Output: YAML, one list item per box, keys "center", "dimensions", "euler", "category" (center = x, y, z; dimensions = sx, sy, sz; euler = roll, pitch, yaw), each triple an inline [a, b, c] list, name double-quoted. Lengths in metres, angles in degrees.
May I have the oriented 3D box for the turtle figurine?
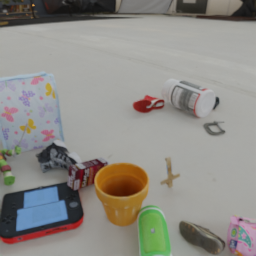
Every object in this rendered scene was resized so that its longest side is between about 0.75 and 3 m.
- center: [-4.339, 0.863, 9.228]
  dimensions: [1.433, 1.991, 1.931]
  euler: [31, 24, -49]
  category: "turtle figurine"

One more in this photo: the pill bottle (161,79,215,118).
- center: [2.902, -1.542, 13.797]
  dimensions: [1.377, 1.377, 2.418]
  euler: [-22, 36, -33]
  category: "pill bottle"

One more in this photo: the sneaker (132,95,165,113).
- center: [0.837, -1.223, 14.125]
  dimensions: [1.829, 0.717, 1.057]
  euler: [-3, 19, -31]
  category: "sneaker"

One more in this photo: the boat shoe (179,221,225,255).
- center: [1.882, 2.793, 7.181]
  dimensions: [0.471, 0.478, 1.284]
  euler: [8, 12, -45]
  category: "boat shoe"

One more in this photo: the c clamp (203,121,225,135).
- center: [3.896, -0.025, 12.352]
  dimensions: [1.043, 0.165, 1.221]
  euler: [0, 29, 0]
  category: "c clamp"

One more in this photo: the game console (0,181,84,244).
- center: [-2.479, 2.303, 8.057]
  dimensions: [2.223, 0.345, 1.966]
  euler: [-8, 31, -15]
  category: "game console"

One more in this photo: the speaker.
- center: [0.628, 2.751, 6.858]
  dimensions: [0.770, 0.770, 1.740]
  euler: [-1, 29, -1]
  category: "speaker"

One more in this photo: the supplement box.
- center: [-1.264, 1.445, 8.939]
  dimensions: [1.311, 0.714, 0.399]
  euler: [-11, 29, -42]
  category: "supplement box"

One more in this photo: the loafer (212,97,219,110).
- center: [4.477, -1.370, 14.435]
  dimensions: [0.436, 0.451, 1.285]
  euler: [14, 32, 23]
  category: "loafer"

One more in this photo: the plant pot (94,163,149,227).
- center: [-0.158, 1.914, 7.732]
  dimensions: [1.452, 1.329, 1.452]
  euler: [-1, 30, 0]
  category: "plant pot"

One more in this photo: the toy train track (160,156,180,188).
- center: [1.256, 1.368, 8.747]
  dimensions: [0.702, 1.224, 0.199]
  euler: [-20, 35, -16]
  category: "toy train track"

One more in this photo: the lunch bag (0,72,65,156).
- center: [-3.889, -0.683, 10.798]
  dimensions: [2.400, 2.830, 1.799]
  euler: [-16, 33, -24]
  category: "lunch bag"

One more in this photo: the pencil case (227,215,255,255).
- center: [3.558, 2.703, 6.731]
  dimensions: [2.271, 0.993, 0.993]
  euler: [7, 30, 10]
  category: "pencil case"

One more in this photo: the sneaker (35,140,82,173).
- center: [-2.377, 1.237, 9.614]
  dimensions: [1.148, 0.761, 2.017]
  euler: [-31, 45, -28]
  category: "sneaker"
